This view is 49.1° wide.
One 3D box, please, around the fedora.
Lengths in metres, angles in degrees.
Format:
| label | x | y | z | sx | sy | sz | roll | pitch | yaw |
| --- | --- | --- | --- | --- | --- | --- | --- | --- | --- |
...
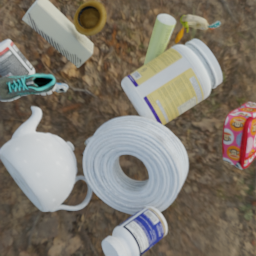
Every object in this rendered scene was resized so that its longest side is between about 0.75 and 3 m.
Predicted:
| label | x | y | z | sx | sy | sz | roll | pitch | yaw |
| --- | --- | --- | --- | --- | --- | --- | --- | --- | --- |
| fedora | -1.147 | -3.422 | 8.929 | 1.216 | 0.496 | 1.216 | -2 | 84 | 23 |

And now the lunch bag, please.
| label | x | y | z | sx | sy | sz | roll | pitch | yaw |
| --- | --- | --- | --- | --- | --- | --- | --- | --- | --- |
| lunch bag | 3.465 | 0.284 | 8.235 | 0.830 | 2.027 | 1.785 | 16 | 119 | 39 |

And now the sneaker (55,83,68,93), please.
| label | x | y | z | sx | sy | sz | roll | pitch | yaw |
| --- | --- | --- | --- | --- | --- | --- | --- | --- | --- |
| sneaker | -2.564 | -1.419 | 9.967 | 0.798 | 0.299 | 0.346 | 4 | 50 | 0 |

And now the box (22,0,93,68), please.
| label | x | y | z | sx | sy | sz | roll | pitch | yaw |
| --- | --- | --- | --- | --- | --- | --- | --- | --- | --- |
| box | -2.267 | -3.188 | 9.405 | 0.796 | 0.956 | 2.327 | -37 | 121 | 22 |

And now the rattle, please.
| label | x | y | z | sx | sy | sz | roll | pitch | yaw |
| --- | --- | --- | --- | --- | --- | --- | --- | --- | --- |
| rattle | 2.040 | -2.780 | 8.132 | 1.164 | 0.758 | 0.832 | 13 | 80 | -21 |

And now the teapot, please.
| label | x | y | z | sx | sy | sz | roll | pitch | yaw |
| --- | --- | --- | --- | --- | --- | --- | --- | --- | --- |
| teapot | -2.188 | 1.028 | 7.705 | 2.317 | 2.348 | 1.715 | 36 | 56 | 28 |

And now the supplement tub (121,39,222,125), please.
| label | x | y | z | sx | sy | sz | roll | pitch | yaw |
| --- | --- | --- | --- | --- | --- | --- | --- | --- | --- |
| supplement tub | 1.194 | -1.213 | 7.846 | 2.368 | 1.721 | 1.721 | -32 | 79 | 2 |

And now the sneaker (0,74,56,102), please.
| label | x | y | z | sx | sy | sz | roll | pitch | yaw |
| --- | --- | --- | --- | --- | --- | --- | --- | --- | --- |
| sneaker | -2.911 | -1.235 | 7.869 | 1.932 | 0.881 | 0.750 | -17 | 93 | -29 |

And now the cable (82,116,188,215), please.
| label | x | y | z | sx | sy | sz | roll | pitch | yaw |
| --- | --- | --- | --- | --- | --- | --- | --- | --- | --- |
| cable | 0.144 | 1.010 | 7.359 | 2.716 | 0.940 | 2.716 | -39 | 93 | 30 |

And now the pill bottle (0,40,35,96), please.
| label | x | y | z | sx | sy | sz | roll | pitch | yaw |
| --- | --- | --- | --- | --- | --- | --- | --- | --- | --- |
| pill bottle | -3.581 | -1.868 | 8.876 | 0.935 | 0.935 | 1.614 | -40 | 123 | -9 |

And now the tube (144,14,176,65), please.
| label | x | y | z | sx | sy | sz | roll | pitch | yaw |
| --- | --- | --- | --- | --- | --- | --- | --- | --- | --- |
| tube | 0.791 | -2.242 | 8.158 | 0.599 | 2.063 | 0.536 | -4 | 54 | -17 |

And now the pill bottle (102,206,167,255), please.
| label | x | y | z | sx | sy | sz | roll | pitch | yaw |
| --- | --- | --- | --- | --- | --- | --- | --- | --- | --- |
| pill bottle | 0.158 | 2.540 | 6.572 | 1.454 | 0.841 | 0.841 | -24 | 76 | -36 |
